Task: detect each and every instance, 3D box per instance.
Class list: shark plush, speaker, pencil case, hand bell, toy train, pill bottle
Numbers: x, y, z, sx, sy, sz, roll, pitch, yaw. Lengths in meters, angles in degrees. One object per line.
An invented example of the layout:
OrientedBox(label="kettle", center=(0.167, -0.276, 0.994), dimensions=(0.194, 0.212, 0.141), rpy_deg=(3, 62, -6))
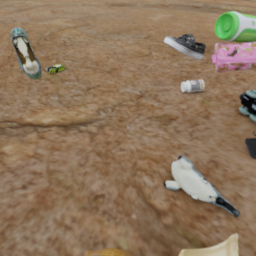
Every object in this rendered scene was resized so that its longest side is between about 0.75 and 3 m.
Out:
OrientedBox(label="shark plush", center=(2.012, 1.458, 7.446), dimensions=(2.197, 0.998, 0.915), rpy_deg=(23, 8, 38))
OrientedBox(label="speaker", center=(3.037, -2.541, 7.234), dimensions=(1.691, 0.748, 0.748), rpy_deg=(-6, 31, -32))
OrientedBox(label="pencil case", center=(3.054, -1.741, 6.798), dimensions=(1.911, 0.827, 0.791), rpy_deg=(3, 71, 27))
OrientedBox(label="hand bell", center=(0.518, 2.669, 5.290), dimensions=(2.967, 1.545, 1.545), rpy_deg=(-1, 31, 20))
OrientedBox(label="toy train", center=(5.324, -0.655, 10.492), dimensions=(1.443, 1.079, 2.532), rpy_deg=(-1, 31, -19))
OrientedBox(label="pill bottle", center=(2.941, -1.901, 12.815), dimensions=(0.955, 0.556, 0.556), rpy_deg=(-7, 33, -10))

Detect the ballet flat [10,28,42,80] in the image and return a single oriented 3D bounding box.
OrientedBox(label="ballet flat", center=(-3.643, -2.511, 10.015), dimensions=(0.748, 2.015, 0.748), rpy_deg=(-10, 38, 8))

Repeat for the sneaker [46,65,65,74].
OrientedBox(label="sneaker", center=(-3.920, -3.140, 14.970), dimensions=(0.406, 0.400, 1.061), rpy_deg=(19, 26, 39))

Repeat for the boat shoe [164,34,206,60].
OrientedBox(label="boat shoe", center=(1.849, -2.616, 8.702), dimensions=(1.861, 0.617, 0.651), rpy_deg=(7, 28, -42))

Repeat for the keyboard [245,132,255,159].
OrientedBox(label="keyboard", center=(4.842, 0.613, 9.214), dimensions=(1.979, 0.392, 1.030), rpy_deg=(-1, 56, -3))
